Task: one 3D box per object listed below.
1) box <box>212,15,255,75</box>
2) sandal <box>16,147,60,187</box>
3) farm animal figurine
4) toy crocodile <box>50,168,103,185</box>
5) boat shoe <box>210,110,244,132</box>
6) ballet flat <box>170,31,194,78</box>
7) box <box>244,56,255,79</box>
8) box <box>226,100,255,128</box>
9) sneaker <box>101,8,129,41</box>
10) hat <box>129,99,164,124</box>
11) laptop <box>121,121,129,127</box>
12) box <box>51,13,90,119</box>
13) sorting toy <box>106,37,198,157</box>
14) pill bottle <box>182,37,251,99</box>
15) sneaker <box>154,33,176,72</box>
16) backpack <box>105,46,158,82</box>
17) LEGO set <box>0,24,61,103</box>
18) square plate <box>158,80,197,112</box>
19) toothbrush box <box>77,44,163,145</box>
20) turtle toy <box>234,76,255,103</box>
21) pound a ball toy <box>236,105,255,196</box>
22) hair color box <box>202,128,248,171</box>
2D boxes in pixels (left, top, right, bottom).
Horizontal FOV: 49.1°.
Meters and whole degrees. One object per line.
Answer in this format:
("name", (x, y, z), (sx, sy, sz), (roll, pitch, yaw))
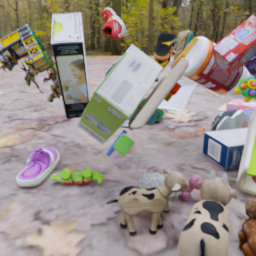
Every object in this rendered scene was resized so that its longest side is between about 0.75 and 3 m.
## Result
("box", (2.899, -2.096, 7.144), (1.339, 0.639, 0.667), (-39, 59, 3))
("sandal", (-2.617, 0.956, 8.358), (0.979, 0.591, 2.405), (-2, 19, -5))
("farm animal figurine", (1.169, 1.457, 5.506), (2.407, 1.499, 2.981), (-11, 22, -30))
("toy crocodile", (-1.384, 1.349, 7.563), (1.397, 0.431, 0.472), (-3, -21, -4))
("boat shoe", (3.704, -0.078, 10.869), (0.831, 1.042, 2.755), (7, 15, 38))
("ballet flat", (2.350, -3.338, 12.946), (0.745, 2.281, 0.804), (26, 13, 36))
("box", (3.613, -1.492, 7.373), (0.694, 0.939, 0.490), (-35, 2, 23))
("box", (5.359, -0.505, 11.943), (2.135, 1.010, 1.095), (15, 24, 37))
("sneaker", (-0.317, -1.774, 4.802), (0.354, 0.321, 0.835), (-32, 50, -4))
("hat", (0.746, -1.276, 12.663), (1.656, 1.760, 1.999), (-23, 29, -22))
("laptop", (-0.207, -0.401, 12.374), (0.891, 0.517, 0.834), (-4, 17, 20))
("box", (-1.559, -1.679, 7.927), (0.778, 2.589, 1.510), (-5, 50, -7))
("sorting toy", (0.615, -0.537, 5.623), (0.408, 2.996, 1.687), (37, -2, -3))
("pill bottle", (2.873, -1.822, 8.949), (2.301, 1.300, 1.300), (22, 12, -20))
("sneaker", (1.459, -3.102, 11.426), (0.731, 0.941, 2.091), (12, 45, 11))
("backpack", (-0.026, -1.610, 9.107), (1.434, 1.505, 1.159), (-37, -6, -5))
("LEGO set", (-3.151, -1.810, 8.927), (1.529, 2.029, 2.639), (-30, -10, -2))
("square plate", (1.673, -1.135, 9.924), (1.320, 0.188, 1.308), (12, 66, 41))
("toothbrush box", (-0.282, -0.696, 6.818), (0.932, 2.166, 1.577), (36, 64, -4))
("turtle toy", (3.102, -0.943, 6.934), (0.855, 0.432, 0.623), (43, 75, 14))
("pound a ball toy", (3.898, 0.842, 7.146), (1.844, 1.201, 2.827), (15, 53, 17))
("hair color box", (3.962, 0.589, 9.055), (2.716, 0.822, 1.358), (-5, 20, -15))
